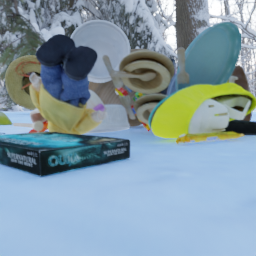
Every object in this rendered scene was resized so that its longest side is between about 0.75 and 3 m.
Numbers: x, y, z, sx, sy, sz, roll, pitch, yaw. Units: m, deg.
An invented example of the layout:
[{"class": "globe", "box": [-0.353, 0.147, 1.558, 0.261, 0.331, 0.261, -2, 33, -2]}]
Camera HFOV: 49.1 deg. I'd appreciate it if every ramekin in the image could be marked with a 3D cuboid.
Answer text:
[{"class": "ramekin", "box": [-0.755, -1.910, 7.304, 1.538, 1.538, 0.807, -1, -7, -9]}, {"class": "ramekin", "box": [-0.505, -0.206, 6.559, 1.041, 0.546, 1.041, -6, -4, 0]}]

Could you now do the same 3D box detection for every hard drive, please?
[{"class": "hard drive", "box": [2.390, -0.049, 7.193, 1.299, 0.306, 1.861, 0, 4, -5]}]

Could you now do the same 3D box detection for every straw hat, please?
[{"class": "straw hat", "box": [-2.652, -1.187, 7.994, 1.618, 1.618, 0.685, -1, -13, -18]}]

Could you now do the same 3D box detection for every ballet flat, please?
[{"class": "ballet flat", "box": [1.727, -0.361, 5.666, 2.975, 0.994, 0.997, -18, 37, -41]}]

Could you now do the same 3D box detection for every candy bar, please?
[{"class": "candy bar", "box": [1.487, 0.171, 5.076, 1.441, 0.160, 0.359, -2, -9, -30]}]

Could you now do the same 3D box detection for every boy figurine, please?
[{"class": "boy figurine", "box": [-0.907, -0.359, 4.290, 1.253, 0.649, 2.016, 25, -33, 4]}]

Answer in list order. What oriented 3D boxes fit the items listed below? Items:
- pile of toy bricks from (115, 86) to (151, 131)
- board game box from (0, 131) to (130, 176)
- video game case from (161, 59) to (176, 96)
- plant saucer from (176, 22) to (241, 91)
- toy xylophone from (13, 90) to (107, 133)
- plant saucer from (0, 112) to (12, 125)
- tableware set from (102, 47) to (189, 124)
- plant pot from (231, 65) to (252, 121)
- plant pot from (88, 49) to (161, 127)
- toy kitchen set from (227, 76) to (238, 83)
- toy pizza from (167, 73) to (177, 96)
[{"class": "pile of toy bricks", "box": [0.374, -0.632, 7.159, 0.786, 1.416, 0.699, -42, 12, -11]}, {"class": "board game box", "box": [-1.064, 0.243, 3.592, 1.855, 0.261, 1.254, 4, 6, 41]}, {"class": "video game case", "box": [1.381, -1.199, 9.115, 0.160, 1.202, 1.682, 10, -31, 23]}, {"class": "plant saucer", "box": [1.836, -1.441, 6.549, 2.098, 2.098, 0.288, -4, 35, -43]}, {"class": "toy xylophone", "box": [-1.567, -0.263, 6.140, 1.566, 0.537, 2.138, -37, 23, -29]}, {"class": "plant saucer", "box": [-5.398, -0.362, 10.519, 1.857, 0.445, 1.860, -2, 4, -25]}, {"class": "tableware set", "box": [0.489, -0.636, 5.947, 1.619, 0.491, 2.449, -2, -29, 16]}, {"class": "plant pot", "box": [3.333, -1.105, 11.171, 2.415, 2.258, 2.258, -11, 2, 10]}, {"class": "plant pot", "box": [0.192, -0.991, 8.990, 2.835, 2.835, 1.309, -4, 48, -46]}, {"class": "toy kitchen set", "box": [2.273, -0.886, 7.793, 0.906, 1.232, 1.538, 8, 9, 42]}, {"class": "toy pizza", "box": [1.709, -0.916, 8.536, 1.812, 1.812, 0.287, -4, 12, -42]}]
